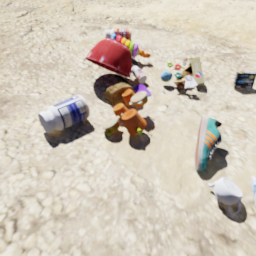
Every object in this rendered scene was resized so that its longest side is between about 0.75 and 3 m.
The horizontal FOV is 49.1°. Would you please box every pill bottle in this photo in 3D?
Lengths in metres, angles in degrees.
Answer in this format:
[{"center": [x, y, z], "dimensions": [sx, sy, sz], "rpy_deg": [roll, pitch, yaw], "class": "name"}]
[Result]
[{"center": [-2.518, -0.525, 11.058], "dimensions": [1.810, 1.047, 1.047], "rpy_deg": [-27, 47, -29], "class": "pill bottle"}, {"center": [0.525, -2.651, 13.888], "dimensions": [0.479, 0.479, 0.875], "rpy_deg": [-20, 56, -22], "class": "pill bottle"}, {"center": [-0.586, -5.703, 17.394], "dimensions": [1.602, 0.878, 0.878], "rpy_deg": [1, 40, 1], "class": "pill bottle"}]

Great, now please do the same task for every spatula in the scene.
[{"center": [0.117, -2.098, 13.552], "dimensions": [0.657, 0.239, 2.325], "rpy_deg": [-27, 45, -34], "class": "spatula"}]

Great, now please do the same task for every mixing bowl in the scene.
[{"center": [-0.754, -3.450, 13.412], "dimensions": [2.388, 1.294, 2.388], "rpy_deg": [21, 5, -2], "class": "mixing bowl"}]

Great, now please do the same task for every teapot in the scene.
[{"center": [2.928, 1.995, 8.390], "dimensions": [0.883, 0.654, 0.895], "rpy_deg": [33, 24, -3], "class": "teapot"}]

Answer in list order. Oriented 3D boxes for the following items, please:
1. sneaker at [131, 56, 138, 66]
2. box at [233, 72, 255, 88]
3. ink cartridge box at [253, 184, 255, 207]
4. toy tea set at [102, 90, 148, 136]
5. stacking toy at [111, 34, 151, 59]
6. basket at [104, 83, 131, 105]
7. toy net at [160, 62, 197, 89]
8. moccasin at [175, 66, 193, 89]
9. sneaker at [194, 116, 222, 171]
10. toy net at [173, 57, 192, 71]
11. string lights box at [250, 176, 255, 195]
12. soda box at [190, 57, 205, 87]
[{"center": [0.093, -3.506, 14.814], "dimensions": [0.934, 0.349, 0.496], "rpy_deg": [43, 66, -5], "class": "sneaker"}, {"center": [5.535, -2.267, 13.329], "dimensions": [0.939, 0.746, 0.216], "rpy_deg": [0, 31, -6], "class": "box"}, {"center": [4.117, 1.911, 7.998], "dimensions": [0.659, 0.911, 0.671], "rpy_deg": [4, 72, -1], "class": "ink cartridge box"}, {"center": [0.161, -0.559, 11.444], "dimensions": [1.669, 1.039, 2.807], "rpy_deg": [-12, 34, 34], "class": "toy tea set"}, {"center": [0.124, -4.226, 15.296], "dimensions": [2.316, 1.271, 1.344], "rpy_deg": [13, 6, 1], "class": "stacking toy"}, {"center": [-0.489, -1.684, 12.654], "dimensions": [1.095, 0.781, 0.815], "rpy_deg": [-22, 46, -25], "class": "basket"}, {"center": [2.470, -2.395, 13.233], "dimensions": [1.893, 0.366, 0.993], "rpy_deg": [30, 78, 24], "class": "toy net"}, {"center": [2.813, -2.494, 13.620], "dimensions": [0.632, 0.667, 1.728], "rpy_deg": [40, 53, 7], "class": "moccasin"}, {"center": [2.824, 0.545, 9.705], "dimensions": [0.840, 0.750, 2.102], "rpy_deg": [13, 64, 5], "class": "sneaker"}, {"center": [2.872, -3.252, 14.483], "dimensions": [1.075, 0.564, 0.208], "rpy_deg": [-19, 36, -1], "class": "toy net"}, {"center": [4.447, 1.842, 8.793], "dimensions": [1.049, 0.309, 0.539], "rpy_deg": [3, 40, 4], "class": "string lights box"}, {"center": [3.337, -2.703, 13.471], "dimensions": [0.448, 1.324, 0.424], "rpy_deg": [-11, -7, 15], "class": "soda box"}]
